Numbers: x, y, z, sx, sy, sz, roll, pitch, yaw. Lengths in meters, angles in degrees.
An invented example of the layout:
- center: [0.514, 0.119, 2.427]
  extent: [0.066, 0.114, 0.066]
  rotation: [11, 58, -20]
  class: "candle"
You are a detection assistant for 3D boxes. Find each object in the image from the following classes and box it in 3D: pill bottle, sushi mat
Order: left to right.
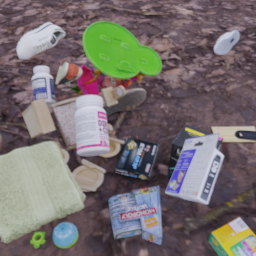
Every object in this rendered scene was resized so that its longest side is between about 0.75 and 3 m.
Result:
- center: [-2.795, -1.364, 9.219]
  extent: [0.689, 0.689, 1.240]
  rotation: [-7, 84, -7]
  class: "pill bottle"
- center: [-0.781, -0.039, 5.925]
  extent: [0.676, 0.676, 1.193]
  rotation: [-6, 76, -6]
  class: "pill bottle"
- center: [4.291, 0.254, 11.192]
  extent: [1.804, 0.109, 0.863]
  rotation: [0, 41, 0]
  class: "sushi mat"

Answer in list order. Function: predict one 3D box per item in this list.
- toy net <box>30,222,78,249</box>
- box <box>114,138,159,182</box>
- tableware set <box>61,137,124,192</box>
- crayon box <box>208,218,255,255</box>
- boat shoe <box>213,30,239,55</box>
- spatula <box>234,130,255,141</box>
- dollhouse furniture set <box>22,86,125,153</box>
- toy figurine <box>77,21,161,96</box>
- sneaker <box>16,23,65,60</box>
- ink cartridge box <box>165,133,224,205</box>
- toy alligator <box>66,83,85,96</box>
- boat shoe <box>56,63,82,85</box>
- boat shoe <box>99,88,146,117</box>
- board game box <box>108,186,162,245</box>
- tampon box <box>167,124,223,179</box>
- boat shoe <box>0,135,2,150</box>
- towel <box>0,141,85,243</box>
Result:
- center: [-2.281, 2.472, 8.538]
  extent: [1.286, 0.473, 2.451]
  rotation: [-11, 42, -8]
  class: "toy net"
- center: [0.326, 1.102, 10.065]
  extent: [1.239, 0.358, 1.558]
  rotation: [12, 44, 13]
  class: "box"
- center: [-1.650, 0.965, 10.235]
  extent: [2.461, 0.342, 2.946]
  rotation: [19, 46, 19]
  class: "tableware set"
- center: [3.116, 3.401, 7.430]
  extent: [1.048, 0.514, 1.764]
  rotation: [-19, 46, -20]
  class: "crayon box"
- center: [2.585, -2.278, 7.571]
  extent: [1.113, 0.409, 0.364]
  rotation: [-36, 27, -30]
  class: "boat shoe"
- center: [3.664, 0.210, 6.330]
  extent: [2.415, 0.683, 0.248]
  rotation: [3, 21, 31]
  class: "spatula"
- center: [-1.074, -0.220, 6.650]
  extent: [2.321, 1.203, 1.028]
  rotation: [-21, 2, -33]
  class: "dollhouse furniture set"
- center: [-0.602, -1.763, 8.976]
  extent: [2.529, 2.328, 1.899]
  rotation: [11, 64, -25]
  class: "toy figurine"
- center: [-2.840, -2.793, 9.116]
  extent: [0.698, 0.662, 1.733]
  rotation: [32, 66, 20]
  class: "sneaker"
- center: [1.529, 0.913, 6.385]
  extent: [0.325, 1.485, 1.499]
  rotation: [26, 76, -12]
  class: "ink cartridge box"
- center: [-1.722, -1.330, 10.035]
  extent: [1.180, 0.283, 0.391]
  rotation: [19, 47, -28]
  class: "toy alligator"
- center: [-1.793, -1.563, 8.292]
  extent: [0.494, 0.562, 1.580]
  rotation: [10, -6, -25]
  class: "boat shoe"
- center: [-0.533, -1.269, 12.209]
  extent: [2.757, 1.044, 0.990]
  rotation: [-17, 43, -20]
  class: "boat shoe"
- center: [0.336, 2.643, 8.267]
  extent: [1.652, 0.510, 1.651]
  rotation: [-8, 42, -9]
  class: "board game box"
- center: [2.151, 1.006, 9.149]
  extent: [1.298, 1.732, 1.093]
  rotation: [23, 47, 23]
  class: "tampon box"
- center: [-4.376, 0.107, 6.698]
  extent: [2.926, 1.108, 1.050]
  rotation: [14, 29, -51]
  class: "boat shoe"
- center: [-1.736, 0.960, 4.978]
  extent: [1.485, 0.365, 2.002]
  rotation: [-21, 40, -20]
  class: "towel"
